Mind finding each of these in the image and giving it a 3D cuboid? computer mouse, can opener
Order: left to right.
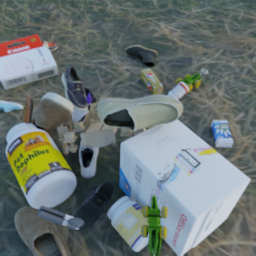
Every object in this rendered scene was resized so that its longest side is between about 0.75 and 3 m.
[{"bbox_3d":[-1.456,1.949,6.155,1.006,0.336,0.268,29,32,-21],"label":"can opener"},{"bbox_3d":[-1.631,-0.637,9.729,0.341,1.555,0.853,-1,44,-41],"label":"computer mouse"}]

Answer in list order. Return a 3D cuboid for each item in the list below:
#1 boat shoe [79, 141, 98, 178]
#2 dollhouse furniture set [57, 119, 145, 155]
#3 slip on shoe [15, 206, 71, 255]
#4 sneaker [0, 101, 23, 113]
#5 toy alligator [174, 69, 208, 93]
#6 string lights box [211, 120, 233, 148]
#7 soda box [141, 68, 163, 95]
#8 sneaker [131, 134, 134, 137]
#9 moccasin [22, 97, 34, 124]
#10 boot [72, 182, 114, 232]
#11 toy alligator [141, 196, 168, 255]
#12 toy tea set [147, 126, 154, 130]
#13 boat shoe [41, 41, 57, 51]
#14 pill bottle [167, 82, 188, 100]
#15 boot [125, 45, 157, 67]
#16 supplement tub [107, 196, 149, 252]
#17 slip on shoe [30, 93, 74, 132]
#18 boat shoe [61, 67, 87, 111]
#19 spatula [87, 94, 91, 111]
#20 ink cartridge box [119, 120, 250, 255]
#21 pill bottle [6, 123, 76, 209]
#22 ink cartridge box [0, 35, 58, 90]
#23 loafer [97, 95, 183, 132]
[{"bbox_3d":[-1.325,0.787,9.452,0.670,0.595,1.820,-6,48,-6],"label":"boat shoe"},{"bbox_3d":[-0.870,0.469,8.964,2.837,1.256,1.471,-7,19,8],"label":"dollhouse furniture set"},{"bbox_3d":[-2.291,2.912,7.426,0.907,0.723,2.385,-30,54,-24],"label":"slip on shoe"},{"bbox_3d":[-4.693,-0.779,11.111,1.037,0.383,0.425,9,76,4],"label":"sneaker"},{"bbox_3d":[2.758,-1.970,12.073,2.172,0.522,0.720,-28,53,-33],"label":"toy alligator"},{"bbox_3d":[3.397,0.210,10.170,0.543,0.312,1.057,1,48,1],"label":"string lights box"},{"bbox_3d":[1.005,-1.980,12.071,0.432,0.457,1.349,-16,50,-14],"label":"soda box"},{"bbox_3d":[0.298,0.220,9.830,0.376,0.985,0.564,-38,34,-1],"label":"sneaker"},{"bbox_3d":[-2.953,-0.522,8.174,0.319,0.826,0.302,14,24,-1],"label":"moccasin"},{"bbox_3d":[-1.039,2.152,7.745,0.557,1.401,1.610,45,63,-3],"label":"boot"},{"bbox_3d":[0.554,2.254,5.931,0.526,0.381,1.587,-2,65,18],"label":"toy alligator"},{"bbox_3d":[1.010,-0.247,8.783,1.026,0.380,0.610,-21,87,-20],"label":"toy tea set"},{"bbox_3d":[-4.261,-4.097,14.021,1.406,0.440,0.500,-13,48,-13],"label":"boat shoe"},{"bbox_3d":[1.678,-1.184,9.698,0.784,0.430,0.430,-43,57,-4],"label":"pill bottle"},{"bbox_3d":[0.592,-3.390,13.315,1.548,0.599,1.070,4,53,5],"label":"boot"},{"bbox_3d":[0.112,2.512,7.413,0.882,0.882,1.213,-34,62,-27],"label":"supplement tub"},{"bbox_3d":[-2.685,-0.382,9.341,1.079,2.838,0.860,33,66,-26],"label":"slip on shoe"},{"bbox_3d":[-1.763,-1.340,9.327,0.619,0.558,1.722,-2,53,-34],"label":"boat shoe"},{"bbox_3d":[-1.305,-0.797,9.375,0.107,1.043,0.295,-15,72,-13],"label":"spatula"},{"bbox_3d":[1.343,1.515,7.708,1.997,2.032,2.761,-25,51,-28],"label":"ink cartridge box"},{"bbox_3d":[-2.795,1.047,8.620,1.462,1.462,2.676,-27,53,-22],"label":"pill bottle"},{"bbox_3d":[-4.882,-3.298,12.790,2.431,0.853,2.991,-21,66,-18],"label":"ink cartridge box"},{"bbox_3d":[0.300,-0.320,7.509,2.333,0.883,0.797,-2,42,7],"label":"loafer"}]
